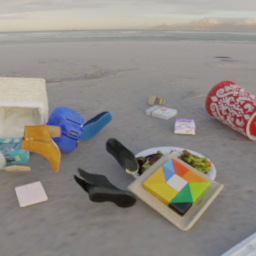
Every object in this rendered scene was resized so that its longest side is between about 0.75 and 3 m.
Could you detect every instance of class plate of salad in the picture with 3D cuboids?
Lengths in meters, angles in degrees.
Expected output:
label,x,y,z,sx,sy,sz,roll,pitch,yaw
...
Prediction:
label,x,y,z,sx,sy,sz,roll,pitch,yaw
plate of salad,1.514,1.214,9.635,2.927,0.703,2.927,0,24,0

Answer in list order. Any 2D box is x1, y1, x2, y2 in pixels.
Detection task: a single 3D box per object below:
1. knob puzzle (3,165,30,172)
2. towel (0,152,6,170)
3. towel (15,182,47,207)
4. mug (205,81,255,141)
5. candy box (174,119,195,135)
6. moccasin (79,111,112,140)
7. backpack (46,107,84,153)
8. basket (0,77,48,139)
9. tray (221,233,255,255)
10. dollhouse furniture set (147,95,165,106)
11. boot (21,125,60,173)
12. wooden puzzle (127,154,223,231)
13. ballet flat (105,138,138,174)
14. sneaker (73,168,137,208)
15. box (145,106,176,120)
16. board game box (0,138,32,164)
label,x,y,z,sx,sy,sz,roll,pitch,yaw
knob puzzle,-3.674,1.311,9.262,0.932,0.129,0.932,-3,-16,-1
towel,-5.162,0.183,9.342,2.415,2.067,0.581,40,67,21
towel,-2.881,1.964,8.292,0.776,0.125,0.741,-10,40,-31
mug,5.463,-0.853,12.954,2.613,1.964,2.944,-8,28,-14
candy box,2.605,-0.066,12.890,0.898,0.383,1.071,4,19,10
moccasin,-1.515,-0.078,12.250,1.872,0.753,0.638,-33,32,-27
backpack,-2.381,0.082,10.748,1.334,1.590,1.292,24,-2,42
basket,-4.500,-0.781,11.674,2.190,2.171,1.762,-1,50,-11
tray,2.979,2.919,6.273,2.217,0.246,1.190,-15,26,-30
dollhouse furniture set,1.624,-1.549,16.503,0.836,0.556,0.733,10,13,-39
boot,-2.818,0.695,9.018,1.197,1.672,0.588,-2,15,-23
wooden puzzle,1.366,1.680,8.153,2.153,0.401,1.992,28,47,33
ballet flat,-0.200,0.994,9.610,0.623,0.533,1.876,-14,37,-26
sneaker,-0.632,1.693,7.945,1.781,0.535,0.929,17,24,-28
box,1.740,-0.814,14.865,1.316,0.271,1.026,19,30,35
board game box,-4.593,0.861,10.743,1.712,0.402,1.292,-2,27,-3
